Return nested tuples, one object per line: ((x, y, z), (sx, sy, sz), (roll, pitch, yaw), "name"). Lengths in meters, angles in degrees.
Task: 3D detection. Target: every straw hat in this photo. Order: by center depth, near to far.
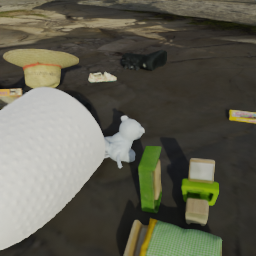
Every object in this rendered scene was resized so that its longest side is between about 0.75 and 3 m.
((-3.040, -1.917, 9.968), (2.573, 1.089, 2.573), (-1, -1, 0), "straw hat")

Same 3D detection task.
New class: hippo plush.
((-0.188, 0.194, 6.339), (0.974, 0.984, 1.223), (28, 6, 15), "hippo plush")

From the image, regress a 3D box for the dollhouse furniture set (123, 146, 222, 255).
((0.797, 1.375, 4.529), (1.438, 1.101, 2.194), (4, 30, 14), "dollhouse furniture set")

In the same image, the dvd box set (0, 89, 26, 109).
((-3.700, -0.816, 8.069), (1.551, 0.228, 1.135), (-4, -12, -5), "dvd box set")

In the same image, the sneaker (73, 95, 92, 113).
((-1.431, -0.541, 8.510), (0.834, 0.480, 1.600), (-26, 36, -29), "sneaker")

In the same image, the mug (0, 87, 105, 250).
((-2.127, 0.802, 5.091), (2.750, 2.031, 2.411), (-15, 25, 41), "mug")

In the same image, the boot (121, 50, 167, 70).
((0.728, -3.121, 12.737), (1.572, 0.710, 1.918), (13, 34, 28), "boot")

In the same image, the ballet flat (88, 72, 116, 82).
((-1.014, -2.026, 11.155), (1.121, 0.358, 0.424), (-6, 30, -12), "ballet flat")

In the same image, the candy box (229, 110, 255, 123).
((3.606, -0.339, 8.520), (1.000, 0.132, 0.511), (9, 29, 14), "candy box")
